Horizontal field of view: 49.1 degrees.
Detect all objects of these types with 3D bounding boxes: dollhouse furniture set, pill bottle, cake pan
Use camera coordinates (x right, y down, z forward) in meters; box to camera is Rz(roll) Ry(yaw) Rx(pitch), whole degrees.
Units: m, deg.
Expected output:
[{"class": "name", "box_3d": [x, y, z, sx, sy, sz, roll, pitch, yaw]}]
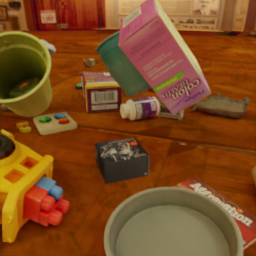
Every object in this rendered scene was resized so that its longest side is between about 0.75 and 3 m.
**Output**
[{"class": "dollhouse furniture set", "box_3d": [2.026, -1.148, 12.495, 1.030, 1.024, 1.461, 10, 27, 20]}, {"class": "pill bottle", "box_3d": [0.487, -0.810, 11.948, 1.566, 0.880, 0.880, -10, 27, -20]}, {"class": "cake pan", "box_3d": [0.867, 2.264, 5.676, 2.686, 0.493, 2.686, -4, 28, 2]}]

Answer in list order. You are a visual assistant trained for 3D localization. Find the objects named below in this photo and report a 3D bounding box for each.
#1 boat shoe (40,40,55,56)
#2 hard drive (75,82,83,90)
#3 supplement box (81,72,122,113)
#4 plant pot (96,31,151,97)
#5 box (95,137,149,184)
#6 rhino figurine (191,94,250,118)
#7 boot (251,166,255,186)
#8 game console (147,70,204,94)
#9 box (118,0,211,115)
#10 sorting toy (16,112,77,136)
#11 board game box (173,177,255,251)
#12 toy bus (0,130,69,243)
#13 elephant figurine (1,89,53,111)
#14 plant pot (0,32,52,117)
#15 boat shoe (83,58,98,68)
[{"class": "boat shoe", "box_3d": [-3.298, -3.109, 10.651, 1.568, 0.524, 0.577, 9, -15, 35]}, {"class": "hard drive", "box_3d": [-2.315, -2.373, 16.010, 1.217, 0.230, 0.850, 7, 26, 13]}, {"class": "supplement box", "box_3d": [-1.336, -1.802, 13.531, 1.659, 1.308, 2.535, -5, 26, -11]}, {"class": "plant pot", "box_3d": [0.224, -2.170, 9.578, 2.056, 1.932, 2.056, -24, 1, 1]}, {"class": "box", "box_3d": [-0.207, 0.936, 8.474, 1.358, 0.707, 1.237, -9, 28, -17]}, {"class": "rhino figurine", "box_3d": [3.879, -1.031, 12.505, 2.798, 0.836, 1.223, 10, 27, 24]}, {"class": "boot", "box_3d": [4.577, 1.672, 6.903, 2.668, 0.939, 1.910, -2, 31, 2]}, {"class": "game console", "box_3d": [2.060, -2.243, 13.273, 2.291, 1.360, 1.975, 10, 1, -36]}, {"class": "box", "box_3d": [0.939, -1.991, 7.575, 1.175, 2.430, 2.137, -32, 30, 22]}, {"class": "sorting toy", "box_3d": [-3.319, -0.190, 11.333, 2.173, 0.291, 1.619, -12, 28, -24]}, {"class": "board game box", "box_3d": [2.014, 2.007, 6.801, 1.180, 0.223, 2.292, -15, 29, -31]}, {"class": "toy bus", "box_3d": [-2.743, 1.606, 6.229, 2.555, 1.806, 2.661, 23, 32, 9]}, {"class": "elephant figurine", "box_3d": [-4.615, -1.289, 12.695, 1.534, 1.399, 1.977, 17, -6, -38]}, {"class": "plant pot", "box_3d": [-2.132, -0.886, 5.600, 1.460, 1.342, 1.460, 1, 69, -1]}, {"class": "boat shoe", "box_3d": [-1.601, -2.802, 11.957, 0.401, 0.411, 1.086, -15, 12, 15]}]
